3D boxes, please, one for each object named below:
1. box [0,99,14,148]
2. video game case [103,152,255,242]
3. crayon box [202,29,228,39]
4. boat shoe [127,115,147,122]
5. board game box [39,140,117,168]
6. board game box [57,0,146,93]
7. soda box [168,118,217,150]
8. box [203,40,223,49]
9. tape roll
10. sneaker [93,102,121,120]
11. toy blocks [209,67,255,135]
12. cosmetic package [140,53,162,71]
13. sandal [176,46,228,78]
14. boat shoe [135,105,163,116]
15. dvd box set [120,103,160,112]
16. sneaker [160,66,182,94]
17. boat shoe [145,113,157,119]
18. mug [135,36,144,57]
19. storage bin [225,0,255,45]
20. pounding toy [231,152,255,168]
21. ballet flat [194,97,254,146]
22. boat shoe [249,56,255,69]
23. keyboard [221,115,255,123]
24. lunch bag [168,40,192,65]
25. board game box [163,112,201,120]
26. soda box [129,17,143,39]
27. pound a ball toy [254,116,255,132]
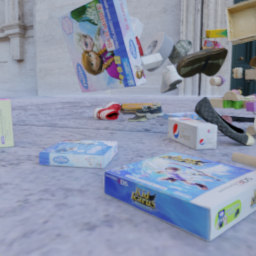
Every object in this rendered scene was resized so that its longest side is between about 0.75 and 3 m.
[{"bbox_3d":[-4.643,-0.133,8.966,1.728,1.520,0.835,-5,11,-26],"label":"box"},{"bbox_3d":[1.036,1.003,5.010,2.036,0.511,2.246,-7,11,-42],"label":"video game case"},{"bbox_3d":[3.899,-4.076,12.093,1.405,0.357,0.892,-3,20,4],"label":"crayon box"},{"bbox_3d":[0.497,-0.545,15.351,1.121,0.363,0.410,-4,10,-23],"label":"boat shoe"},{"bbox_3d":[-1.265,0.663,7.624,1.667,0.363,1.676,2,9,9],"label":"board game box"},{"bbox_3d":[-0.986,-2.758,9.687,2.909,2.916,0.600,0,23,44],"label":"board game box"},{"bbox_3d":[2.129,0.139,9.660,0.720,0.771,2.263,-3,9,-16],"label":"soda box"},{"bbox_3d":[4.131,-3.804,13.632,0.649,0.621,1.302,21,11,30],"label":"box"},{"bbox_3d":[1.379,-3.860,14.289,0.656,1.987,1.987,30,-4,-24],"label":"tape roll"},{"bbox_3d":[-0.840,-0.860,16.486,1.337,0.907,2.314,15,28,31],"label":"sneaker"},{"bbox_3d":[5.190,-1.276,12.182,2.333,2.771,2.590,-12,14,-31],"label":"toy blocks"},{"bbox_3d":[0.844,-2.493,10.595,0.800,0.339,0.431,-18,-17,-19],"label":"cosmetic package"},{"bbox_3d":[2.499,-2.309,9.626,2.772,1.133,0.757,-18,53,-36],"label":"sandal"},{"bbox_3d":[1.316,-1.139,18.052,0.814,0.672,2.174,-14,13,-37],"label":"boat shoe"},{"bbox_3d":[0.771,-1.386,19.402,2.615,0.384,1.913,-1,-4,-7],"label":"dvd box set"},{"bbox_3d":[2.056,-2.386,13.979,0.843,0.960,2.396,-18,-8,-10],"label":"sneaker"},{"bbox_3d":[1.271,-0.671,16.426,0.289,0.339,1.013,-9,-4,43],"label":"boat shoe"},{"bbox_3d":[-0.123,-3.112,10.937,1.203,1.068,0.802,-21,15,1],"label":"mug"},{"bbox_3d":[3.675,-3.275,8.680,1.090,1.098,0.515,-6,-5,32],"label":"storage bin"},{"bbox_3d":[3.191,0.443,4.546,2.428,1.127,1.874,13,8,-38],"label":"pounding toy"},{"bbox_3d":[3.232,-0.155,9.206,2.324,0.660,0.772,33,20,-4],"label":"ballet flat"},{"bbox_3d":[4.197,-1.844,8.133,0.437,0.482,1.354,23,7,-27],"label":"boat shoe"},{"bbox_3d":[6.198,-0.495,15.320,2.363,0.303,1.419,7,12,44],"label":"keyboard"},{"bbox_3d":[2.709,-4.003,14.642,1.034,0.859,1.232,-33,-2,-19],"label":"lunch bag"},{"bbox_3d":[3.158,-0.675,16.261,1.824,0.334,1.379,-5,10,-28],"label":"board game box"},{"bbox_3d":[-0.171,-3.351,11.817,0.777,2.440,0.831,20,5,22],"label":"soda box"},{"bbox_3d":[6.178,0.082,9.695,2.933,1.246,1.912,8,-14,42],"label":"pound a ball toy"}]
